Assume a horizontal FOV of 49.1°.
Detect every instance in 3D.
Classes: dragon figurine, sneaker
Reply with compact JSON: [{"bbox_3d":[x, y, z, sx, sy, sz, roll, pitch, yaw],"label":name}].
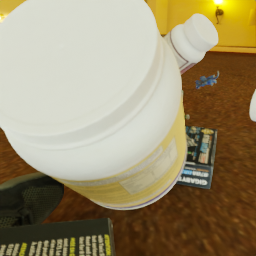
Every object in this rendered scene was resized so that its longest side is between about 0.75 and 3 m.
[{"bbox_3d":[3.043,-1.823,10.860,0.638,0.378,1.283,-10,-5,-9],"label":"dragon figurine"},{"bbox_3d":[-1.484,1.407,3.260,1.373,0.916,2.397,16,29,34],"label":"sneaker"}]

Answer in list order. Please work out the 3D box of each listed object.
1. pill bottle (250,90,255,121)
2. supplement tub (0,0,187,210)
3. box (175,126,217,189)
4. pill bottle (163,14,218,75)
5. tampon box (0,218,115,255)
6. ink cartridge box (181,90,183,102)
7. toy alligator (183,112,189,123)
[{"bbox_3d":[4.742,-0.420,7.315,2.687,1.492,1.492,19,27,41],"label":"pill bottle"},{"bbox_3d":[-0.298,-0.136,3.816,2.094,2.094,2.880,6,-23,16],"label":"supplement tub"},{"bbox_3d":[1.062,0.483,6.308,1.713,0.496,2.155,7,21,17],"label":"box"},{"bbox_3d":[1.721,-2.619,9.639,1.391,1.391,2.540,-19,-10,-41],"label":"pill bottle"},{"bbox_3d":[-1.017,1.616,1.735,1.987,1.489,1.255,-3,20,-7],"label":"tampon box"},{"bbox_3d":[1.334,-1.104,10.309,0.423,0.741,1.427,-17,26,-38],"label":"ink cartridge box"},{"bbox_3d":[1.581,-0.310,8.346,0.225,0.311,0.938,-5,-4,-5],"label":"toy alligator"}]
